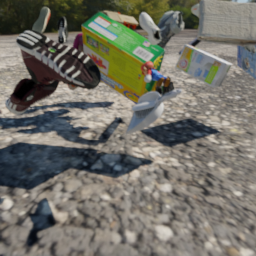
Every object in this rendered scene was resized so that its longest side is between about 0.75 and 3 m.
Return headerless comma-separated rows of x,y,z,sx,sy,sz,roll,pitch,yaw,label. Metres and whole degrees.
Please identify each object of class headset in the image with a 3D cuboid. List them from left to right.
1.852,-2.259,15.402,1.565,1.191,2.535,-4,13,-8,headset

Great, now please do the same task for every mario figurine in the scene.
0.515,-1.066,5.889,0.410,0.477,0.773,-43,51,3,mario figurine

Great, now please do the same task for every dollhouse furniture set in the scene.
-0.730,-3.760,12.909,1.440,2.765,2.795,2,42,-26,dollhouse furniture set

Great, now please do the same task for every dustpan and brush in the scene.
0.599,-0.526,6.538,1.661,0.475,1.159,-13,43,37,dustpan and brush

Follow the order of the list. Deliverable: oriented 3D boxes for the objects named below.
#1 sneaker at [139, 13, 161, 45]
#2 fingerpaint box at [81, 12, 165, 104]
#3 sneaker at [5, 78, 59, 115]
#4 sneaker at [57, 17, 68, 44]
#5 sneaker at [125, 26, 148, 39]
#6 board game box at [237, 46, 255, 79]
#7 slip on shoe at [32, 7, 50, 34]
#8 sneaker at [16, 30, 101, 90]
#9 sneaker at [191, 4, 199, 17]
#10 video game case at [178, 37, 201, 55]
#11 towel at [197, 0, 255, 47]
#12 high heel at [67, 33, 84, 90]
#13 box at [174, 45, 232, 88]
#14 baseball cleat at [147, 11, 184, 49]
0.612,-2.553,7.146,0.338,0.869,0.432,-40,21,-11,sneaker
-0.219,-2.160,9.136,2.530,2.111,0.928,34,63,14,fingerpaint box
-2.801,-1.329,8.747,2.166,0.820,1.251,-52,9,-34,sneaker
-2.660,-3.990,11.501,0.356,1.070,0.484,10,19,12,sneaker
0.745,-4.369,14.333,0.966,2.405,1.038,-47,11,-35,sneaker
5.123,-2.995,11.411,0.399,1.840,1.831,-23,40,-4,board game box
-2.671,-3.249,8.685,0.351,0.948,0.290,22,-2,2,slip on shoe
-1.857,-1.514,7.630,2.464,1.423,0.932,33,56,8,sneaker
2.881,-4.258,10.545,1.251,0.440,0.585,30,57,19,sneaker
2.775,-3.551,11.650,1.538,0.204,2.152,-38,6,17,video game case
3.533,-3.530,9.386,2.397,1.589,0.413,6,-20,3,towel
-2.300,-2.967,12.581,0.847,2.513,1.208,18,9,-39,high heel
2.400,-1.994,9.026,1.495,0.841,0.758,35,26,24,box
1.449,-3.710,11.314,0.814,2.334,1.242,25,-1,-36,baseball cleat
